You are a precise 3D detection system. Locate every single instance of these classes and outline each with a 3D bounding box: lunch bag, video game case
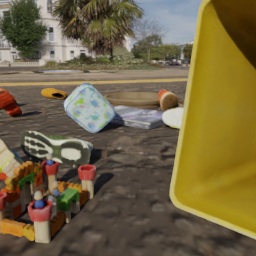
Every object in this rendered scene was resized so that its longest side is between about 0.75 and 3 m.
[{"bbox_3d":[-1.091,-0.537,7.837,1.284,1.032,0.530,42,7,-32],"label":"lunch bag"},{"bbox_3d":[0.171,-0.416,9.825,2.633,0.250,1.881,12,18,36],"label":"video game case"}]

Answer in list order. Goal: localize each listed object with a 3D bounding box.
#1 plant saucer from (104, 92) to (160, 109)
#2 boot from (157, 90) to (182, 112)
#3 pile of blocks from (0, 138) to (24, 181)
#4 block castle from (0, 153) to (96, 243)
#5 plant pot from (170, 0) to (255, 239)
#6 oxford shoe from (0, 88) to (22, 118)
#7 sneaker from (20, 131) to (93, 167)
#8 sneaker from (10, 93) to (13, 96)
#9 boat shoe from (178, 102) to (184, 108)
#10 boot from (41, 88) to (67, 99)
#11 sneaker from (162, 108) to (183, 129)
[{"bbox_3d":[0.342,-1.281,12.848,2.908,0.428,2.908,1,15,0],"label":"plant saucer"},{"bbox_3d":[1.172,-0.905,8.827,0.587,0.839,1.566,-39,-21,7],"label":"boot"},{"bbox_3d":[-2.117,0.628,4.843,0.455,0.601,1.464,-46,40,-13],"label":"pile of blocks"},{"bbox_3d":[-1.147,0.865,3.901,0.957,0.672,1.433,5,15,19],"label":"block castle"},{"bbox_3d":[2.657,-0.063,3.845,2.893,2.893,2.552,13,6,41],"label":"plant pot"},{"bbox_3d":[-4.149,-0.932,9.592,0.539,1.515,0.550,-25,65,-14],"label":"oxford shoe"},{"bbox_3d":[-1.487,0.397,5.939,1.663,0.639,0.737,13,14,12],"label":"sneaker"},{"bbox_3d":[-5.887,-1.041,11.509,1.127,0.813,2.146,-5,2,38],"label":"sneaker"},{"bbox_3d":[2.298,-0.847,10.938,1.348,0.499,0.498,8,15,30],"label":"boat shoe"},{"bbox_3d":[-3.921,-1.783,14.587,1.437,0.506,1.029,5,10,-1],"label":"boot"},{"bbox_3d":[1.755,-0.290,8.839,1.648,0.624,0.866,2,0,-15],"label":"sneaker"}]
